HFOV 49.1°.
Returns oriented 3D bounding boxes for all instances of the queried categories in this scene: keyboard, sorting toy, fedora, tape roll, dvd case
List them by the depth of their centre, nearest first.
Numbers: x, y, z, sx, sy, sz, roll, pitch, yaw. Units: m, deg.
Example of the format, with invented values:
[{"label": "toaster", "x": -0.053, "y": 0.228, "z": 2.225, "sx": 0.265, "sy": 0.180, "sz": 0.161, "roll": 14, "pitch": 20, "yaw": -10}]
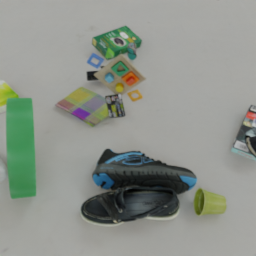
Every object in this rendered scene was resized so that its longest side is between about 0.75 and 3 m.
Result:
[{"label": "tape roll", "x": -2.905, "y": 0.536, "z": 7.671, "sx": 0.651, "sy": 2.708, "sz": 2.708, "roll": -3, "pitch": 41, "yaw": -21}, {"label": "fedora", "x": 4.069, "y": 0.528, "z": 8.781, "sx": 0.919, "sy": 0.420, "sz": 0.919, "roll": 27, "pitch": 41, "yaw": -27}, {"label": "dvd case", "x": 4.766, "y": 0.239, "z": 9.703, "sx": 1.730, "sy": 0.261, "sz": 2.369, "roll": 22, "pitch": 52, "yaw": 22}, {"label": "sorting toy", "x": -0.290, "y": -1.738, "z": 9.898, "sx": 1.440, "sy": 2.558, "sz": 0.348, "roll": -28, "pitch": 39, "yaw": 32}, {"label": "keyboard", "x": -0.773, "y": -2.360, "z": 12.069, "sx": 2.032, "sy": 1.291, "sz": 0.209, "roll": -7, "pitch": 72, "yaw": -8}]

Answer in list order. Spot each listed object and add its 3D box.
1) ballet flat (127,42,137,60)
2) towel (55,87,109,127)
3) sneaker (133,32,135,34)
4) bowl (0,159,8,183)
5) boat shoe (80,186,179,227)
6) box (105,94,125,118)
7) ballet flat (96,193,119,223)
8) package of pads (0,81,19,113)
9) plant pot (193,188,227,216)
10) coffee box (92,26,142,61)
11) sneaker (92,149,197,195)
[{"label": "ballet flat", "x": 0.229, "y": -3.685, "z": 13.379, "sx": 0.506, "sy": 1.407, "sz": 0.506, "roll": 0, "pitch": 82, "yaw": 3}, {"label": "towel", "x": -1.637, "y": -0.887, "z": 11.115, "sx": 2.200, "sy": 0.250, "sz": 1.580, "roll": 27, "pitch": 48, "yaw": 25}, {"label": "sneaker", "x": -0.219, "y": -5.184, "z": 15.662, "sx": 1.301, "sy": 0.480, "sz": 0.569, "roll": 21, "pitch": 47, "yaw": 27}, {"label": "bowl", "x": -4.451, "y": 1.293, "z": 8.559, "sx": 1.279, "sy": 0.478, "sz": 1.278, "roll": -28, "pitch": 50, "yaw": -29}, {"label": "boat shoe", "x": 0.028, "y": 1.987, "z": 7.416, "sx": 2.701, "sy": 0.896, "sz": 1.010, "roll": 1, "pitch": 49, "yaw": 5}, {"label": "box", "x": -0.482, "y": -0.807, "z": 10.361, "sx": 0.690, "sy": 0.862, "sz": 0.191, "roll": -1, "pitch": 14, "yaw": 42}, {"label": "ballet flat", "x": -0.480, "y": 1.964, "z": 6.858, "sx": 0.235, "sy": 0.827, "sz": 0.275, "roll": -29, "pitch": 3, "yaw": 20}, {"label": "package of pads", "x": -5.436, "y": -1.088, "z": 11.047, "sx": 1.840, "sy": 0.628, "sz": 1.422, "roll": -30, "pitch": 51, "yaw": -30}, {"label": "plant pot", "x": 2.251, "y": 2.047, "z": 7.613, "sx": 0.694, "sy": 0.755, "sz": 0.755, "roll": 9, "pitch": 42, "yaw": -7}, {"label": "coffee box", "x": -0.577, "y": -4.443, "z": 14.550, "sx": 2.312, "sy": 0.508, "sz": 1.422, "roll": -32, "pitch": 69, "yaw": -30}, {"label": "sneaker", "x": 0.501, "y": 1.168, "z": 8.224, "sx": 2.994, "sy": 1.096, "sz": 1.226, "roll": 6, "pitch": 42, "yaw": 6}]
